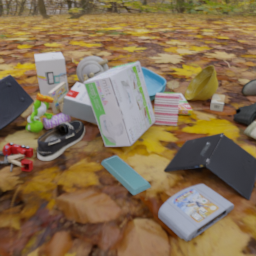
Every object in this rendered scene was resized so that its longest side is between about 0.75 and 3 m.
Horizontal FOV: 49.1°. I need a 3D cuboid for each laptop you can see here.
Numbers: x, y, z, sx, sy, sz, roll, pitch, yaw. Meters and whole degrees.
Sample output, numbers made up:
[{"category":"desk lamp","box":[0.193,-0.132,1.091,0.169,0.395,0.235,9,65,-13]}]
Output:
[{"category":"laptop","box":[2.753,1.229,9.093,2.282,1.323,2.137,-15,15,38]}]

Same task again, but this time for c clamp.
[{"category":"c clamp","box":[-4.449,1.085,9.267,1.393,0.189,1.190,-3,29,-7]}]

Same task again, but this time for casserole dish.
[{"category":"casserole dish","box":[0.696,-2.147,14.258,1.798,0.576,2.968,-34,43,-14]}]

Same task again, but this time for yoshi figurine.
[{"category":"yoshi figurine","box":[-3.423,-0.460,10.843,0.883,1.571,0.879,24,10,-13]}]

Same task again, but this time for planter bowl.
[{"category":"planter bowl","box":[3.773,-1.994,13.767,0.851,2.044,2.044,34,25,-15]}]

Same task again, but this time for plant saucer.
[{"category":"plant saucer","box":[-0.113,1.397,8.727,0.657,0.178,1.879,-18,33,-30]}]

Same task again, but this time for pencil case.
[{"category":"pencil case","box":[-2.926,-0.332,11.527,1.190,0.509,0.499,-25,33,-36]}]

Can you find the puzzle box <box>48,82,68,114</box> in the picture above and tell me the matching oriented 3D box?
[{"category":"puzzle box","box":[-3.167,-1.419,12.978,0.193,1.010,1.518,-2,28,16]}]

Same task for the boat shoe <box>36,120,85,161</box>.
[{"category":"boat shoe","box":[-2.403,0.233,10.207,0.929,0.759,2.516,16,33,23]}]

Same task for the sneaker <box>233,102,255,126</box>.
[{"category":"sneaker","box":[5.181,-0.719,12.065,0.901,0.753,1.984,14,28,38]}]

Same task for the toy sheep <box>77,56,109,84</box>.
[{"category":"toy sheep","box":[-1.854,-2.974,15.016,1.903,1.903,2.760,-2,12,-3]}]

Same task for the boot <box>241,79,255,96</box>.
[{"category":"boot","box":[7.102,-1.813,14.032,2.374,0.804,1.551,-8,35,-11]}]

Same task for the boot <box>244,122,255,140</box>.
[{"category":"boot","box":[5.386,0.162,10.527,1.723,0.621,1.332,-19,33,-27]}]

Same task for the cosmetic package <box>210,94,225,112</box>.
[{"category":"cosmetic package","box":[4.237,-1.204,13.241,0.585,0.395,1.112,9,30,16]}]

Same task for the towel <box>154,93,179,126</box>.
[{"category":"towel","box":[1.561,-0.743,11.452,0.973,1.330,0.199,6,18,12]}]

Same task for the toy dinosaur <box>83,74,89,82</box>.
[{"category":"toy dinosaur","box":[-1.030,-1.621,13.647,2.748,0.800,1.390,35,29,4]}]

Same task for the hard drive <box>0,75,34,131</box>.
[{"category":"hard drive","box":[-5.034,-0.751,10.772,2.446,0.518,1.650,-42,85,-16]}]

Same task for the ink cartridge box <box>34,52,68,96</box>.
[{"category":"ink cartridge box","box":[-3.969,-2.771,14.500,1.403,1.922,1.410,-9,30,-16]}]

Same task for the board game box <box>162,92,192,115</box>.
[{"category":"board game box","box":[2.214,-1.228,13.311,1.087,0.341,2.276,3,25,-7]}]

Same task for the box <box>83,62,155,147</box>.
[{"category":"box","box":[-0.186,-0.884,10.239,1.208,2.498,2.204,-4,23,33]}]

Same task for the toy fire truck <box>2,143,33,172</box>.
[{"category":"toy fire truck","box":[-3.641,0.943,9.263,1.343,0.327,0.947,11,27,8]}]

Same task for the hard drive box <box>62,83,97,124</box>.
[{"category":"hard drive box","box":[-1.488,-0.982,11.773,2.063,0.792,1.607,16,34,1]}]

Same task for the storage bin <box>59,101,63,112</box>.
[{"category":"storage bin","box":[-2.601,-1.060,12.970,0.878,0.414,0.884,6,30,12]}]

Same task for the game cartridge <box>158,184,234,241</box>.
[{"category":"game cartridge","box":[1.715,2.099,7.286,1.775,0.369,1.182,-20,38,-32]}]
